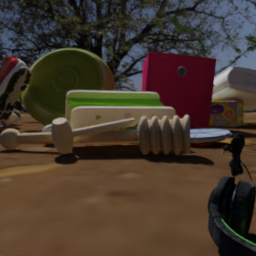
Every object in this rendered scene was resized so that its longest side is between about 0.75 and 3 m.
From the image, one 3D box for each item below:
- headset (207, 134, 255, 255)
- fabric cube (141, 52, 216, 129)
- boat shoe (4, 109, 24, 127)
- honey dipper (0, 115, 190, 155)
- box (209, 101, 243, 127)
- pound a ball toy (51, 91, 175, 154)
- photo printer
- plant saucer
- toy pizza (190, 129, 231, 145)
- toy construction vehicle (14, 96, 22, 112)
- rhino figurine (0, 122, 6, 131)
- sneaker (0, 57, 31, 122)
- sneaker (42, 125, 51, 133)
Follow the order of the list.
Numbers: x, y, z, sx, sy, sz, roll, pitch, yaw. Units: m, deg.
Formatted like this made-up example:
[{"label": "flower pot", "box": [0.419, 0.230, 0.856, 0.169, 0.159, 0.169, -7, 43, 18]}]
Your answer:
[{"label": "headset", "box": [0.586, 0.299, 1.236, 0.487, 0.371, 0.789, 1, 15, 5]}, {"label": "fabric cube", "box": [1.264, -0.971, 7.897, 1.785, 1.813, 1.819, 6, 2, -1]}, {"label": "boat shoe", "box": [-3.499, -0.350, 8.456, 0.416, 0.503, 1.344, -50, 17, -31]}, {"label": "honey dipper", "box": [-0.507, 0.097, 3.608, 2.558, 0.486, 0.486, -1, 4, 12]}, {"label": "box", "box": [2.934, -0.450, 9.037, 1.305, 0.796, 1.256, 2, 5, 31]}, {"label": "pound a ball toy", "box": [-0.215, 0.013, 4.050, 1.790, 0.761, 1.167, -2, 28, -18]}, {"label": "photo printer", "box": [3.850, -1.243, 9.648, 2.040, 0.852, 2.453, 11, -7, -4]}, {"label": "plant saucer", "box": [-1.677, -1.217, 7.696, 2.594, 2.594, 0.403, 0, -22, 0]}, {"label": "toy pizza", "box": [1.134, 0.157, 4.569, 1.038, 0.165, 1.038, -4, 6, 0]}, {"label": "toy construction vehicle", "box": [-4.834, -0.507, 9.611, 2.439, 0.859, 2.124, -12, 7, 31]}, {"label": "rhino figurine", "box": [-2.878, -0.023, 5.619, 1.356, 0.406, 0.593, 6, 19, 41]}, {"label": "sneaker", "box": [-3.459, -0.902, 7.425, 0.940, 2.214, 0.853, 43, 6, 23]}, {"label": "sneaker", "box": [-1.226, 0.147, 4.661, 0.288, 0.291, 0.802, -30, -5, -7]}]
